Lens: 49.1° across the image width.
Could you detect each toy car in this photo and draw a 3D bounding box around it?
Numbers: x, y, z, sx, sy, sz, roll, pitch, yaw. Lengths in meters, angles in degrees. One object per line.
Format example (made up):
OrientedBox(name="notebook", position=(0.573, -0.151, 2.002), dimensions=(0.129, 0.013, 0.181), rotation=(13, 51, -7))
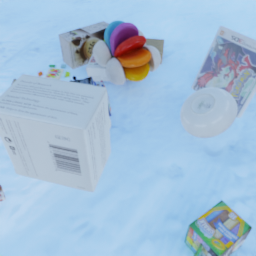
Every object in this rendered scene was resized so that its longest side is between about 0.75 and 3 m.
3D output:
OrientedBox(name="toy car", position=(-0.072, -3.395, 11.920), dimensions=(2.469, 2.115, 2.821), rotation=(-26, 64, -15))

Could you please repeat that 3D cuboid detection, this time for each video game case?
OrientedBox(name="video game case", position=(4.218, -2.327, 11.571), dimensions=(0.338, 2.937, 2.676), rotation=(-7, 38, -42))

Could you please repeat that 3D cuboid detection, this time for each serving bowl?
OrientedBox(name="serving bowl", position=(2.941, -0.720, 10.625), dimensions=(2.186, 0.719, 2.186), rotation=(-17, 52, 24))

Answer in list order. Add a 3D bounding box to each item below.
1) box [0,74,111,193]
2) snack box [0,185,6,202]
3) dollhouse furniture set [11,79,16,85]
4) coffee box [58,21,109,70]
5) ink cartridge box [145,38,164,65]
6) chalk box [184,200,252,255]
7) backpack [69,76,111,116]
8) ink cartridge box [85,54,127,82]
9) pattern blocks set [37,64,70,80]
OrientedBox(name="box", position=(-2.196, 0.183, 8.803), dimensions=(2.914, 2.899, 1.905), rotation=(11, 44, 11))
OrientedBox(name="snack box", position=(-4.593, 2.284, 8.561), dimensions=(1.531, 0.186, 0.551), rotation=(-22, 47, -21))
OrientedBox(name="dollhouse furniture set", position=(-3.956, -1.011, 11.787), dimensions=(1.801, 1.379, 2.749), rotation=(3, 21, -27))
OrientedBox(name="coffee box", position=(-2.049, -4.351, 14.617), dimensions=(2.759, 1.560, 1.101), rotation=(-28, 49, -26))
OrientedBox(name="ink cartridge box", position=(0.916, -4.144, 15.003), dimensions=(1.942, 0.729, 1.599), rotation=(6, 42, 6))
OrientedBox(name="chalk box", position=(2.171, 2.898, 7.300), dimensions=(1.647, 1.025, 1.019), rotation=(-24, 48, -26))
OrientedBox(name="backpack", position=(-1.372, -0.860, 10.830), dimensions=(1.450, 1.883, 1.793), rotation=(-10, 59, 9))
OrientedBox(name="ink cartridge box", position=(-0.849, -3.058, 13.521), dimensions=(1.912, 0.802, 1.679), rotation=(3, 49, 14))
OrientedBox(name="pattern blocks set", position=(-3.683, -2.660, 13.856), dimensions=(1.590, 0.147, 1.808), rotation=(-5, 43, -6))
